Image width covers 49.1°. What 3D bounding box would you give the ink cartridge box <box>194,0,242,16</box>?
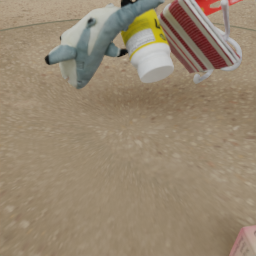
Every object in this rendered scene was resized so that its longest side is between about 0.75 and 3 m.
[{"bbox_3d":[2.468,-4.101,8.119,1.604,1.414,0.359,-21,20,12],"label":"ink cartridge box"}]

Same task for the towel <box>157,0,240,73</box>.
[{"bbox_3d":[1.467,-2.116,6.682,0.285,1.808,2.510,-45,12,-1],"label":"towel"}]

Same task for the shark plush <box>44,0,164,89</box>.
[{"bbox_3d":[-0.490,-1.980,6.109,2.840,1.183,1.290,-35,28,18],"label":"shark plush"}]

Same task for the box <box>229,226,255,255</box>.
[{"bbox_3d":[2.286,2.463,3.746,1.079,1.267,1.981,-4,38,-5],"label":"box"}]

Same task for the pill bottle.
[{"bbox_3d":[0.399,-1.921,6.379,0.933,0.933,1.632,-14,76,-18],"label":"pill bottle"}]

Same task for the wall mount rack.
[{"bbox_3d":[1.666,-2.558,7.157,1.034,2.411,2.774,-32,62,-29],"label":"wall mount rack"}]
